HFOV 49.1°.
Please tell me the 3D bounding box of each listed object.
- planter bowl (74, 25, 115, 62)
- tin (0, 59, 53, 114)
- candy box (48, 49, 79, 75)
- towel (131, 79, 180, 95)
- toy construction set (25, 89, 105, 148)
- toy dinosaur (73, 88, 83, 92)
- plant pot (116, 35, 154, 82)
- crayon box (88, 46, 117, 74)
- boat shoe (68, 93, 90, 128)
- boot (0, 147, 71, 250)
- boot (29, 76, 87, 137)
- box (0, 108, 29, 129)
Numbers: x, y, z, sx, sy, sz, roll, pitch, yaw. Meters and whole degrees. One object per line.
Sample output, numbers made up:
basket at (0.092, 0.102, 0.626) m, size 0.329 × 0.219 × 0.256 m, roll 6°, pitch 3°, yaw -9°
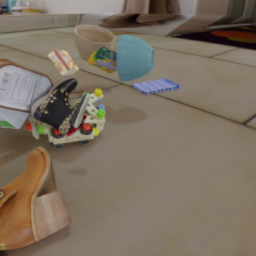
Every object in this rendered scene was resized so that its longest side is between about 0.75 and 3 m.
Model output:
planter bowl at (-1.591, -3.651, 12.499) m, size 1.767 × 1.189 × 1.767 m, roll 12°, pitch 39°, yaw -10°
tin at (-3.041, -1.091, 7.896) m, size 0.487 × 1.302 × 2.325 m, roll 23°, pitch 6°, yaw 27°
candy box at (-1.883, -1.921, 8.265) m, size 0.325 × 0.678 × 1.175 m, roll -35°, pitch 9°, yaw 9°
towel at (1.338, -2.069, 13.650) m, size 1.986 × 0.237 × 1.438 m, roll -12°, pitch 29°, yaw -22°
toy construction set at (-1.923, -0.259, 9.063) m, size 2.766 × 1.274 × 1.814 m, roll -16°, pitch 56°, yaw -12°
toy dinosaur at (-2.828, -1.920, 13.265) m, size 1.713 × 0.518 × 0.910 m, roll 30°, pitch 16°, yaw 35°
plant pot at (0.326, -2.444, 9.925) m, size 1.094 × 1.625 × 1.625 m, roll 4°, pitch 28°, yaw 14°
crayon box at (-0.812, -2.396, 10.158) m, size 0.967 × 0.397 × 1.538 m, roll 20°, pitch -8°, yaw -24°
boat shoe at (-1.218, -0.447, 6.848) m, size 0.288 × 0.956 × 0.341 m, roll 29°, pitch 24°, yaw 6°
boot at (-2.622, 1.533, 6.185) m, size 2.141 × 1.058 × 2.758 m, roll -15°, pitch 39°, yaw -20°
boot at (-1.781, -0.635, 8.213) m, size 1.387 × 0.674 × 1.842 m, roll 32°, pitch 55°, yaw 16°
box at (-3.733, -0.673, 8.718) m, size 1.113 × 0.958 × 1.119 m, roll 3°, pitch 58°, yaw 39°
